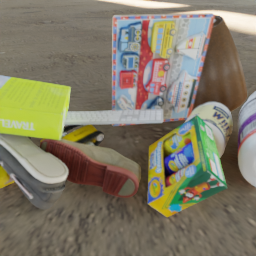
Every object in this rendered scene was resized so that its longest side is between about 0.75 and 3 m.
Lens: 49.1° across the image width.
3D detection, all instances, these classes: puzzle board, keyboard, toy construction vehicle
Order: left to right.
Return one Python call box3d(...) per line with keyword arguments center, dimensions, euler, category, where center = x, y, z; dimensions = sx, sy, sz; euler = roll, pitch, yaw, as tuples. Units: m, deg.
box3d(center=(-2.241, 0.384, 6.268), dimensions=(2.641, 0.930, 2.299), euler=(-30, 53, -36), category="toy construction vehicle")
box3d(center=(-0.619, -0.233, 6.223), dimensions=(2.768, 0.148, 0.779), euler=(-2, 16, 7), category="keyboard")
box3d(center=(0.724, -1.239, 6.798), dimensions=(2.232, 2.962, 0.258), euler=(-5, 43, -9), category="puzzle board")

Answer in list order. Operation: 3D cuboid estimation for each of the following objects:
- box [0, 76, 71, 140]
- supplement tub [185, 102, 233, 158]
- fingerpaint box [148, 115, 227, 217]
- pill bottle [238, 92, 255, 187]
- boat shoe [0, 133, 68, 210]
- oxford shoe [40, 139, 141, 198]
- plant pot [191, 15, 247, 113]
box3d(center=(-2.546, -0.523, 5.455), dimensions=(2.656, 0.633, 1.620), euler=(8, 26, -10), category="box")
box3d(center=(1.773, 0.064, 6.335), dimensions=(1.024, 1.024, 1.412), euler=(15, 32, 23), category="supplement tub")
box3d(center=(0.980, 0.653, 5.103), dimensions=(1.244, 0.547, 1.491), euler=(-37, 27, 29), category="fingerpaint box")
box3d(center=(3.125, 0.067, 6.050), dimensions=(1.410, 1.410, 2.530), euler=(10, 33, 16), category="pill bottle")
box3d(center=(-2.199, 0.502, 5.385), dimensions=(2.709, 0.772, 0.906), euler=(35, 22, 31), category="boat shoe")
box3d(center=(-0.717, 0.673, 5.500), dimensions=(2.050, 0.722, 0.767), euler=(24, 29, 5), category="oxford shoe")
box3d(center=(2.216, -1.868, 7.968), dimensions=(2.158, 2.309, 2.158), euler=(-12, 37, 9), category="plant pot")
